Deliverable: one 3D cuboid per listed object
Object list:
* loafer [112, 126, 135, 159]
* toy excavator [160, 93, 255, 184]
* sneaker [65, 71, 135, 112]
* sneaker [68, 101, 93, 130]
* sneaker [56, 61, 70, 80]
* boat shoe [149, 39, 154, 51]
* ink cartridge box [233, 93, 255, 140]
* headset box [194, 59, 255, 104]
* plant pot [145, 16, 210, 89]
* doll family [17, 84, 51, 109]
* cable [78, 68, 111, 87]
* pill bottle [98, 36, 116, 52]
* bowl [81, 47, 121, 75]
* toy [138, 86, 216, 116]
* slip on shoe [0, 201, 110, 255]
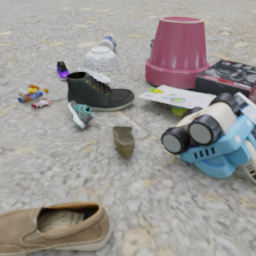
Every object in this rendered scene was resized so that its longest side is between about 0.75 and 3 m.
[{"bbox_3d":[-0.153,0.357,7.923,0.640,0.568,1.685,3,16,-3],"label":"loafer"},{"bbox_3d":[2.682,0.662,6.759,1.450,2.902,2.822,-41,9,-37],"label":"toy excavator"},{"bbox_3d":[-0.950,-1.312,9.754,2.409,1.280,0.901,-6,40,-5],"label":"sneaker"},{"bbox_3d":[-1.506,-0.525,9.155,0.641,0.545,1.405,-37,44,2],"label":"sneaker"},{"bbox_3d":[-2.911,-2.583,12.382,0.476,0.681,1.370,-15,35,-23],"label":"sneaker"},{"bbox_3d":[1.605,-4.390,15.288,0.637,0.574,1.801,-11,34,-17],"label":"boat shoe"},{"bbox_3d":[3.554,0.195,7.410,0.405,1.867,1.849,-34,32,10],"label":"ink cartridge box"},{"bbox_3d":[3.838,-1.573,10.480,2.003,1.040,2.692,22,40,31],"label":"headset box"},{"bbox_3d":[2.093,-3.220,11.600,2.754,2.465,2.754,1,28,-1],"label":"plant pot"},{"bbox_3d":[-3.412,-1.240,10.332,1.395,0.629,0.866,22,37,31],"label":"doll family"},{"bbox_3d":[-1.403,-1.888,11.134,1.418,0.491,1.418,15,19,-10],"label":"cable"},{"bbox_3d":[-1.101,-4.543,15.280,0.850,0.850,1.530,4,33,6],"label":"pill bottle"},{"bbox_3d":[-1.309,-3.274,13.249,1.957,0.918,1.957,-1,33,0],"label":"bowl"},{"bbox_3d":[1.830,-0.832,9.683,2.700,0.637,1.554,23,36,38],"label":"toy"},{"bbox_3d":[-1.695,1.840,5.254,2.696,0.817,1.025,-1,38,2],"label":"slip on shoe"}]
